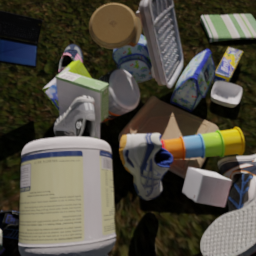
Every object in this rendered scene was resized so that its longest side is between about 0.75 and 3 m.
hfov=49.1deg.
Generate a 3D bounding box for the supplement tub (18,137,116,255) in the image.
[{"bbox_3d":[-1.369,1.818,6.422,2.114,2.114,2.916,-3,75,-2],"label":"supplement tub"}]

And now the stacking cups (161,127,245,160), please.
[{"bbox_3d":[1.826,0.552,7.950,2.729,0.826,0.826,-7,53,-2],"label":"stacking cups"}]

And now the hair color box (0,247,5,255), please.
[{"bbox_3d":[-4.501,2.820,7.048,2.391,0.775,1.307,28,57,21],"label":"hair color box"}]

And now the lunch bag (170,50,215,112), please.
[{"bbox_3d":[2.308,-1.648,9.685,1.098,1.723,1.465,25,61,11],"label":"lunch bag"}]

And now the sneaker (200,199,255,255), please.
[{"bbox_3d":[2.863,2.188,5.878,2.573,1.345,0.968,-42,28,11],"label":"sneaker"}]

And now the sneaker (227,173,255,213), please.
[{"bbox_3d":[3.012,2.558,7.048,1.081,1.063,2.808,31,69,-3],"label":"sneaker"}]

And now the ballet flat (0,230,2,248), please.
[{"bbox_3d":[-4.087,2.964,6.042,2.608,0.936,0.936,-25,57,-14],"label":"ballet flat"}]

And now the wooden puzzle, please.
[{"bbox_3d":[1.354,0.281,9.098,2.621,0.488,2.424,30,54,15],"label":"wooden puzzle"}]

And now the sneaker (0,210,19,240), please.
[{"bbox_3d":[-2.731,2.535,7.257,1.955,0.762,0.686,1,52,1],"label":"sneaker"}]

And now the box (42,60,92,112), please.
[{"bbox_3d":[-2.043,-1.327,9.793,0.481,1.231,2.019,-7,37,41],"label":"box"}]

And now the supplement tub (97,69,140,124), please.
[{"bbox_3d":[-0.791,-0.864,8.861,1.324,2.161,1.324,17,64,-39],"label":"supplement tub"}]

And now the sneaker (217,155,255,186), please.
[{"bbox_3d":[3.800,1.244,8.206,2.134,0.837,0.847,-10,49,5],"label":"sneaker"}]

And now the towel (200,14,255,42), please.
[{"bbox_3d":[4.784,-4.654,13.000,2.512,0.294,1.916,-4,53,-4],"label":"towel"}]

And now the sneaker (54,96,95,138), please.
[{"bbox_3d":[-1.436,0.109,7.518,0.723,1.928,1.113,5,53,-34],"label":"sneaker"}]

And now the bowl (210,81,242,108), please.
[{"bbox_3d":[3.575,-1.194,10.311,1.038,0.387,1.036,21,56,14],"label":"bowl"}]

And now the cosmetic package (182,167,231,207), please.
[{"bbox_3d":[1.866,1.412,6.696,0.820,0.686,0.682,14,93,-18],"label":"cosmetic package"}]

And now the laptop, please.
[{"bbox_3d":[-3.531,-2.806,9.040,1.299,1.466,0.757,4,54,-27],"label":"laptop"}]

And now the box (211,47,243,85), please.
[{"bbox_3d":[3.925,-2.401,11.098,0.635,0.582,1.811,24,57,17],"label":"box"}]

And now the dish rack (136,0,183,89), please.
[{"bbox_3d":[1.081,-2.975,9.223,0.636,2.920,2.506,-3,32,26],"label":"dish rack"}]

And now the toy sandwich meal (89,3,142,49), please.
[{"bbox_3d":[-0.356,-2.838,7.968,1.513,0.518,1.513,0,82,2],"label":"toy sandwich meal"}]

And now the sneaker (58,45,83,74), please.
[{"bbox_3d":[-2.261,-2.707,11.067,0.838,0.979,2.388,-4,53,-1],"label":"sneaker"}]

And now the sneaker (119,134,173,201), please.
[{"bbox_3d":[0.618,1.030,6.770,1.044,2.368,0.891,-10,49,15],"label":"sneaker"}]

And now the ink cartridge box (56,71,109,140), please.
[{"bbox_3d":[-1.324,-0.453,8.174,1.517,2.085,0.500,19,38,22],"label":"ink cartridge box"}]

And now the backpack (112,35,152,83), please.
[{"bbox_3d":[0.221,-2.297,9.495,1.409,1.540,1.131,-12,47,23],"label":"backpack"}]
